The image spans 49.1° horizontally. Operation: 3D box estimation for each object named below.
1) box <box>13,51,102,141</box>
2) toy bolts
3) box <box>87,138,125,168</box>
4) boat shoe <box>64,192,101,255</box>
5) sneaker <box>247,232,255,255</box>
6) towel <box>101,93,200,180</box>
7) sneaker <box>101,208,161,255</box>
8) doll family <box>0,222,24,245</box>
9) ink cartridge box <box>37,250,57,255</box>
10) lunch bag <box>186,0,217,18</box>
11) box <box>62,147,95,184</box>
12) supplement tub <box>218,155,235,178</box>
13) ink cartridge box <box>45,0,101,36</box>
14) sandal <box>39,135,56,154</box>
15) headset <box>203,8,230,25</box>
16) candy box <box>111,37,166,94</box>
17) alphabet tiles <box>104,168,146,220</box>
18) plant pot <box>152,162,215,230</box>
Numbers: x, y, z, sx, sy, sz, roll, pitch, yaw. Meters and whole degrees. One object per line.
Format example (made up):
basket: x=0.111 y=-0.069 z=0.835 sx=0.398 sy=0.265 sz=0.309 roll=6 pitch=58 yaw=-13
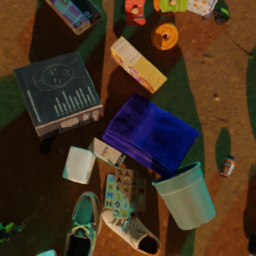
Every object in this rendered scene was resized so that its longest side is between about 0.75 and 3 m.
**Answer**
box: x=-2.380 y=-1.094 z=9.614 sx=2.222 sy=1.401 sz=2.260 roll=-20 pitch=76 yaw=-17
toy bolts: x=0.837 y=-4.307 z=10.902 sx=2.371 sy=1.644 sz=2.265 roll=-2 pitch=116 yaw=-10
box: x=-0.763 y=0.887 z=9.841 sx=1.256 sy=0.309 sz=0.517 roll=30 pitch=77 yaw=7
boat shoe: x=-1.453 y=3.451 z=8.912 sx=0.986 sy=0.824 sz=2.758 roll=8 pitch=76 yaw=2
sneaker: x=4.278 y=3.451 z=8.973 sx=0.526 sy=0.589 sz=1.438 roll=28 pitch=76 yaw=33
towel: x=0.782 y=0.223 z=9.716 sx=2.873 sy=0.712 sz=2.122 roll=33 pitch=78 yaw=8
sneaker: x=0.112 y=3.213 z=8.920 sx=2.261 sy=0.957 sz=0.823 roll=33 pitch=80 yaw=9
doll family: x=-4.051 y=3.425 z=8.850 sx=1.542 sy=0.891 sz=0.605 roll=-41 pitch=90 yaw=-8
ink cartridge box: x=-3.458 y=4.822 z=7.807 sx=2.998 sy=2.179 sz=1.312 roll=-21 pitch=85 yaw=-6
lunch bag: x=2.979 y=-5.373 z=11.144 sx=1.288 sy=0.938 sz=1.515 roll=23 pitch=85 yaw=6
box: x=-1.619 y=1.275 z=9.350 sx=0.682 sy=1.038 sz=1.043 roll=12 pitch=76 yaw=6
supplement tub: x=3.422 y=1.326 z=9.685 sx=0.404 sy=0.404 sz=0.755 roll=25 pitch=77 yaw=6
ink cartridge box: x=-2.377 y=-5.056 z=11.319 sx=1.254 sy=0.491 sz=2.649 roll=-39 pitch=77 yaw=-9
sandal: x=-2.828 y=0.298 z=9.979 sx=0.482 sy=0.307 sz=1.282 roll=9 pitch=74 yaw=-3
headset: x=3.562 y=-4.442 z=11.244 sx=1.089 sy=0.511 sz=0.672 roll=-12 pitch=78 yaw=-19
candy box: x=0.331 y=-2.153 z=9.934 sx=2.099 sy=1.225 sz=0.593 roll=44 pitch=88 yaw=-1
alphabet tiles: x=-0.074 y=2.156 z=9.264 sx=1.361 sy=0.052 sz=1.635 roll=11 pitch=63 yaw=-14
plant pot: x=1.855 y=2.184 z=8.912 sx=1.682 sy=1.682 sz=1.647 roll=-24 pitch=84 yaw=-6
